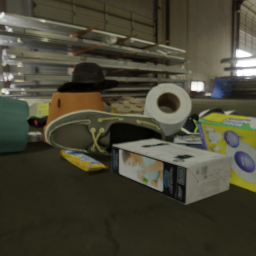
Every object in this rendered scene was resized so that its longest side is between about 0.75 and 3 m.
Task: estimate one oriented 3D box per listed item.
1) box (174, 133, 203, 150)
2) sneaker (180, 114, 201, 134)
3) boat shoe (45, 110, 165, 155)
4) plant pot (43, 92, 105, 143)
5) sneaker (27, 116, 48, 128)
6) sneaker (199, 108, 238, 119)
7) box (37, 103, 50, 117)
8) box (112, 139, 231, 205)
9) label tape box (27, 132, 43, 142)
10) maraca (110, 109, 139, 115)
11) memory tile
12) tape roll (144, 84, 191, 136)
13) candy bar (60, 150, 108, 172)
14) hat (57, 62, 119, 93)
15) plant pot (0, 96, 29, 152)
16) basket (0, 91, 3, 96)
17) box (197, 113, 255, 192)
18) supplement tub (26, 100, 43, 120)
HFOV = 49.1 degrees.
[{"bbox_3d":[2.401,0.499,7.981,2.177,0.410,1.487,1,8,9],"label":"box"},{"bbox_3d":[2.535,-0.121,10.774,0.720,0.831,2.008,-3,9,-19],"label":"sneaker"},{"bbox_3d":[-0.532,0.158,7.034,2.991,1.069,0.894,-2,17,-16],"label":"boat shoe"},{"bbox_3d":[-1.809,-0.418,9.941,2.396,1.677,2.396,-1,8,0],"label":"plant pot"},{"bbox_3d":[-3.965,-0.233,12.825,1.637,0.628,0.686,-3,20,21],"label":"sneaker"},{"bbox_3d":[3.727,-0.272,12.034,1.207,1.032,2.771,-2,-4,43],"label":"sneaker"},{"bbox_3d":[-3.250,-0.786,14.228,0.964,0.642,2.563,-1,-4,37],"label":"box"},{"bbox_3d":[0.751,0.739,5.556,1.243,0.641,2.131,-6,11,-37],"label":"box"},{"bbox_3d":[-3.435,0.321,9.651,0.826,0.262,0.596,-6,11,-33],"label":"label tape box"},{"bbox_3d":[-0.051,-0.360,10.783,1.325,1.034,1.933,8,-3,-19],"label":"maraca"},{"bbox_3d":[-0.064,-0.867,10.612,1.548,0.170,2.019,-4,22,-30],"label":"memory tile"},{"bbox_3d":[1.152,-0.543,8.458,1.337,1.337,0.918,0,-23,-1],"label":"tape roll"},{"bbox_3d":[-1.140,0.775,6.765,0.496,0.220,1.988,-5,10,-30],"label":"candy bar"},{"bbox_3d":[-1.514,-1.902,10.449,2.388,0.963,2.388,-7,-1,0],"label":"hat"},{"bbox_3d":[-3.869,-0.118,7.736,1.951,1.992,1.992,5,5,-30],"label":"plant pot"},{"bbox_3d":[-4.998,-0.653,9.597,1.349,1.085,1.337,-8,26,-28],"label":"basket"},{"bbox_3d":[2.262,0.502,4.849,0.537,1.302,2.219,-27,20,-26],"label":"box"},{"bbox_3d":[-4.978,-0.859,14.658,1.171,1.171,1.615,-6,10,-34],"label":"supplement tub"}]
